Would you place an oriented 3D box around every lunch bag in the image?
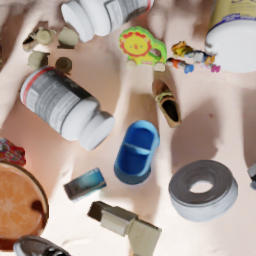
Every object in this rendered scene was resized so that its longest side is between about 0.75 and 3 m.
[{"bbox_3d":[-3.258,0.770,7.311,1.093,1.241,0.509,-25,62,-5],"label":"lunch bag"}]

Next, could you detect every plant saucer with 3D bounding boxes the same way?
[{"bbox_3d":[-3.007,1.903,6.827,2.300,0.371,2.300,2,101,9],"label":"plant saucer"}]

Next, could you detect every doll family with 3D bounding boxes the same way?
[{"bbox_3d":[1.827,-2.061,7.905,1.721,0.776,1.068,-7,31,-33],"label":"doll family"}]

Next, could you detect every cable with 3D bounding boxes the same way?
[{"bbox_3d":[1.835,1.513,6.950,1.680,0.582,1.681,-18,29,8],"label":"cable"}]

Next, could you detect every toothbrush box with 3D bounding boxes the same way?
[{"bbox_3d":[-1.110,1.506,7.309,1.013,0.742,0.432,-25,70,-11],"label":"toothbrush box"}]

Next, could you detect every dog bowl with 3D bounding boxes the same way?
[{"bbox_3d":[0.245,0.623,7.783,1.053,0.468,1.889,17,68,11],"label":"dog bowl"}]

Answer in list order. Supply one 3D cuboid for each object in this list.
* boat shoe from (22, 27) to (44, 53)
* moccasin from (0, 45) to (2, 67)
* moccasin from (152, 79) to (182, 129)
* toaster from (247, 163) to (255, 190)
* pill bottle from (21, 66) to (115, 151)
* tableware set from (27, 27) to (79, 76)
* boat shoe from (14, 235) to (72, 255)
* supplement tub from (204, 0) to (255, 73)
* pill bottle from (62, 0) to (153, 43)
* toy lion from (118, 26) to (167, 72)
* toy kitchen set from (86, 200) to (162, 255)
[{"bbox_3d":[-3.149,-3.008,9.392,0.406,0.385,1.072,27,70,11],"label":"boat shoe"},{"bbox_3d":[-4.098,-1.982,8.449,0.537,1.467,0.566,21,45,-8],"label":"moccasin"},{"bbox_3d":[1.120,-0.764,8.268,0.588,0.620,1.607,-15,71,0],"label":"moccasin"},{"bbox_3d":[4.264,1.536,7.054,2.002,1.188,1.810,-14,68,-6],"label":"toaster"},{"bbox_3d":[-1.643,-0.530,7.796,2.433,1.409,1.409,37,72,13],"label":"pill bottle"},{"bbox_3d":[-2.319,-2.411,8.722,1.359,0.189,1.627,13,86,-3],"label":"tableware set"},{"bbox_3d":[-1.548,2.752,5.838,2.023,0.661,0.744,21,45,15],"label":"boat shoe"},{"bbox_3d":[3.588,-3.409,8.645,2.072,2.072,2.850,14,69,6],"label":"supplement tub"},{"bbox_3d":[-0.666,-4.025,9.162,2.723,1.578,1.578,-34,71,-14],"label":"pill bottle"},{"bbox_3d":[0.450,-2.409,8.513,1.458,1.397,0.500,7,54,8],"label":"toy lion"},{"bbox_3d":[-0.341,2.691,6.332,1.748,1.426,1.577,21,82,14],"label":"toy kitchen set"}]
